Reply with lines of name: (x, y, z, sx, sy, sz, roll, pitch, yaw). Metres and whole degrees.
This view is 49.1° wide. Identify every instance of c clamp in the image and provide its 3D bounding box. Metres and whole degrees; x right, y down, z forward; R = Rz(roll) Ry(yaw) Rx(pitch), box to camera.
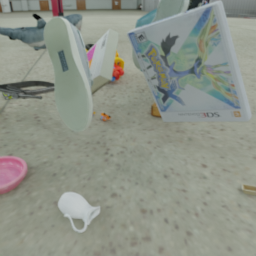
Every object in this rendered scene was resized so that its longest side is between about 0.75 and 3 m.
c clamp: (-3.067, -1.251, 9.316, 2.216, 0.351, 2.594, 9, 19, 17)

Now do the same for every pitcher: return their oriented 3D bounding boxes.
pitcher: (-1.193, 1.902, 6.351, 0.886, 0.537, 0.760, 22, 43, 17)

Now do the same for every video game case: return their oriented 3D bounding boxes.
video game case: (1.410, -1.314, 6.746, 2.473, 2.713, 0.298, 1, 35, 45)

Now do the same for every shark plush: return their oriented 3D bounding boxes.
shark plush: (-2.930, -3.293, 9.226, 2.778, 1.157, 1.262, 2, 51, -17)

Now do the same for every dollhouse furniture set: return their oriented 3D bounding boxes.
dollhouse furniture set: (3.335, 1.496, 6.903, 0.926, 0.657, 0.733, 8, 28, 14)

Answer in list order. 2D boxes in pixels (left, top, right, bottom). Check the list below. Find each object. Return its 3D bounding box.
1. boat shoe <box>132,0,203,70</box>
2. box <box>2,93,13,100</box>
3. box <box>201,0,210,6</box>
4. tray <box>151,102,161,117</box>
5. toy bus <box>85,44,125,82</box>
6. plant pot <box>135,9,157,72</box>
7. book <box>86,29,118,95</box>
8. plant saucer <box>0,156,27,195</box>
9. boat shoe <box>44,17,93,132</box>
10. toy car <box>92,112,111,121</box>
boat shoe: (1.064, -2.744, 8.103, 0.893, 2.960, 1.119, -18, 77, -32)
box: (-5.621, -1.578, 13.332, 0.601, 0.166, 0.750, -17, 32, -28)
box: (1.889, -3.804, 8.783, 1.233, 1.224, 0.306, 14, -2, -9)
tray: (2.108, -1.121, 12.116, 1.349, 0.506, 2.735, 12, 29, 22)
toy bus: (-1.116, -3.403, 15.370, 2.551, 1.803, 2.657, 32, 37, 25)
plant pot: (1.338, -3.865, 11.651, 2.823, 1.901, 2.823, -26, 23, 12)
book: (-1.161, -1.831, 8.748, 0.570, 1.585, 2.373, 20, -22, -28)
plant saucer: (-3.488, 1.316, 7.555, 1.499, 0.380, 1.499, -1, 28, 0)
boat shoe: (-1.246, -1.280, 6.805, 0.945, 2.708, 0.964, -12, 1, 25)
toy car: (-1.084, -0.418, 11.163, 0.875, 0.429, 0.291, 7, 68, 49)
